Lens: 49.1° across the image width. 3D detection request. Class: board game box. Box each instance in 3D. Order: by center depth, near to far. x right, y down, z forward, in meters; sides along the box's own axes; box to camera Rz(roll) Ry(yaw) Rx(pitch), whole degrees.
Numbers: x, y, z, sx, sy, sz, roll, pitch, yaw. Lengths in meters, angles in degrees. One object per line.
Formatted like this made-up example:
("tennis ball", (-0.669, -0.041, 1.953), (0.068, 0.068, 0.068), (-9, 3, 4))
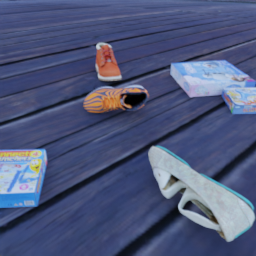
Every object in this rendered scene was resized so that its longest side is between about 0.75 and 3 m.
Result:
("board game box", (-2.965, 1.204, 6.899), (1.654, 0.462, 1.619), (-1, 32, -7))
("board game box", (4.969, -1.071, 10.857), (2.247, 0.387, 1.521), (-1, 33, 0))
("board game box", (3.712, -2.316, 12.782), (2.849, 0.621, 2.863), (-6, 31, -8))

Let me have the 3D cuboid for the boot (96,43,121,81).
("boot", (-1.036, -3.162, 13.439), (1.024, 1.463, 2.729), (-9, 33, -17))

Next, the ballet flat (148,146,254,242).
("ballet flat", (1.216, 1.287, 6.084), (0.928, 1.004, 2.976), (-42, 39, -16))

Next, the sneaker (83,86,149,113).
("sneaker", (-0.449, -0.994, 9.797), (2.396, 0.929, 1.342), (-14, 14, 0))
